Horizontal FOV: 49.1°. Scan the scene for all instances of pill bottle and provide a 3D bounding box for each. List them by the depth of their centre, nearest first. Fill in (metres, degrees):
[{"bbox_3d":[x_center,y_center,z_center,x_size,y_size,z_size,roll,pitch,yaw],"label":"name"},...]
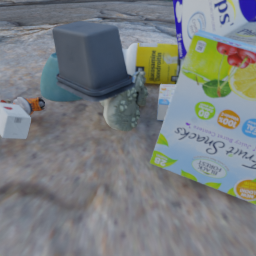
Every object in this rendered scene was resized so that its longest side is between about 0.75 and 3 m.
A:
[{"bbox_3d":[0.685,-2.144,9.339,2.318,1.298,1.298,3,32,5],"label":"pill bottle"}]

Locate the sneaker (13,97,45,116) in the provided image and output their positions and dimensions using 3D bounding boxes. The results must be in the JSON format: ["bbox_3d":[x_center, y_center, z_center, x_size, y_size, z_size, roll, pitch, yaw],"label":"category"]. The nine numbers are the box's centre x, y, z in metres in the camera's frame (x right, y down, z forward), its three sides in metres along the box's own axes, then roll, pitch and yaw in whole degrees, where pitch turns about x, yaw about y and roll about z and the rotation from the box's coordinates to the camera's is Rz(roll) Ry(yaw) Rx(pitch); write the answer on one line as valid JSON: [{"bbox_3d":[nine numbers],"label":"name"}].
[{"bbox_3d":[-2.417,-0.599,7.066,0.700,0.484,1.249,-14,16,-31],"label":"sneaker"}]

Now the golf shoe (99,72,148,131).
[{"bbox_3d":[-0.351,-0.697,7.401,1.394,1.122,2.866,-1,22,14],"label":"golf shoe"}]

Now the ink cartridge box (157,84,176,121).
[{"bbox_3d":[1.103,-0.703,7.403,0.605,0.589,0.941,5,46,5],"label":"ink cartridge box"}]

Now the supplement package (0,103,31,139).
[{"bbox_3d":[-2.549,-0.167,6.110,0.509,0.503,0.839,5,19,-42],"label":"supplement package"}]

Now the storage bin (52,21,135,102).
[{"bbox_3d":[-0.809,-1.632,6.336,1.449,1.337,1.991,-26,36,-29],"label":"storage bin"}]

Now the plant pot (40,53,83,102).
[{"bbox_3d":[-1.939,-1.727,8.799,1.742,1.173,1.742,0,32,0],"label":"plant pot"}]

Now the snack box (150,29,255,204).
[{"bbox_3d":[1.672,-0.149,4.691,2.010,2.383,0.806,20,29,10],"label":"snack box"}]

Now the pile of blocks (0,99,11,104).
[{"bbox_3d":[-3.434,-0.509,7.498,0.493,0.373,1.200,-4,28,-16],"label":"pile of blocks"}]

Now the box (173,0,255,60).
[{"bbox_3d":[2.711,-3.546,7.657,1.541,2.701,2.937,-2,-7,-29],"label":"box"}]
